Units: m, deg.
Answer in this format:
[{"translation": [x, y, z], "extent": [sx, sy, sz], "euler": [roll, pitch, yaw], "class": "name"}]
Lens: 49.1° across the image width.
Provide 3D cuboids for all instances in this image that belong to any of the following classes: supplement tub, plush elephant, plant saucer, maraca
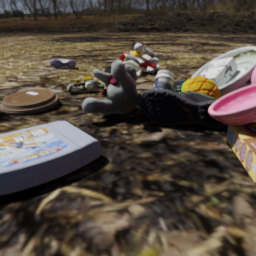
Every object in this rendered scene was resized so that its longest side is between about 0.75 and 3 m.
[{"translation": [1.140, -1.353, 9.093], "extent": [0.620, 0.883, 0.620], "euler": [13, -14, 3], "class": "supplement tub"}, {"translation": [-0.365, -1.228, 8.177], "extent": [1.999, 1.647, 1.548], "euler": [17, 26, -41], "class": "plush elephant"}, {"translation": [-3.120, -0.878, 8.867], "extent": [1.825, 0.269, 1.825], "euler": [-3, 25, 2], "class": "plant saucer"}, {"translation": [3.393, -1.771, 9.791], "extent": [2.730, 0.685, 2.730], "euler": [-32, 21, 14], "class": "plant saucer"}, {"translation": [2.612, -0.507, 6.141], "extent": [1.628, 0.413, 1.628], "euler": [-25, 12, 6], "class": "plant saucer"}, {"translation": [2.293, -0.921, 8.388], "extent": [1.148, 0.896, 1.674], "euler": [-19, 53, -15], "class": "maraca"}]

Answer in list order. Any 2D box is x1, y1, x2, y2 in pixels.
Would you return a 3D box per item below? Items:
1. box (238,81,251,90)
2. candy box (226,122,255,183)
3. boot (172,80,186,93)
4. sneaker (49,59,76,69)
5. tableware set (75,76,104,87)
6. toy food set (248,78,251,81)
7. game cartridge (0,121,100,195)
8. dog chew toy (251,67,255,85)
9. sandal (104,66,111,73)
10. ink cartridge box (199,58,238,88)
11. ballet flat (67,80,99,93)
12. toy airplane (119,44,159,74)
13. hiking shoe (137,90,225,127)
[{"translation": [3.889, -1.461, 10.005], "extent": [0.577, 0.432, 1.153], "euler": [-11, 16, -12], "class": "box"}, {"translation": [2.734, 0.420, 5.535], "extent": [1.059, 0.512, 1.814], "euler": [1, 21, 3], "class": "candy box"}, {"translation": [1.570, -1.179, 9.654], "extent": [1.093, 0.435, 1.327], "euler": [-15, 32, 15], "class": "boot"}, {"translation": [-3.503, -3.422, 15.140], "extent": [1.432, 0.536, 0.713], "euler": [2, 9, -7], "class": "sneaker"}, {"translation": [-1.448, -1.885, 11.630], "extent": [1.526, 0.234, 1.028], "euler": [7, 26, 13], "class": "tableware set"}, {"translation": [4.633, -1.675, 10.460], "extent": [0.905, 0.502, 1.538], "euler": [-36, 30, 21], "class": "toy food set"}, {"translation": [-1.925, 0.510, 5.399], "extent": [2.567, 0.533, 1.710], "euler": [-17, 23, -35], "class": "game cartridge"}, {"translation": [4.078, -1.091, 7.720], "extent": [1.331, 1.331, 2.137], "euler": [10, -16, 22], "class": "dog chew toy"}, {"translation": [-0.569, -2.811, 13.613], "extent": [0.562, 0.337, 1.497], "euler": [35, 39, 22], "class": "sandal"}, {"translation": [3.117, -1.886, 9.861], "extent": [1.233, 0.511, 0.905], "euler": [-46, 26, -23], "class": "ink cartridge box"}, {"translation": [-1.653, -1.503, 10.403], "extent": [1.206, 0.406, 0.384], "euler": [-12, 18, -12], "class": "ballet flat"}, {"translation": [0.632, -3.462, 13.893], "extent": [1.950, 1.382, 1.958], "euler": [-6, 26, -9], "class": "toy airplane"}, {"translation": [1.459, -0.560, 7.652], "extent": [2.437, 0.923, 1.227], "euler": [12, 16, 6], "class": "hiking shoe"}]
